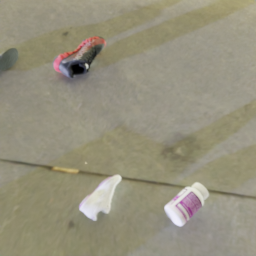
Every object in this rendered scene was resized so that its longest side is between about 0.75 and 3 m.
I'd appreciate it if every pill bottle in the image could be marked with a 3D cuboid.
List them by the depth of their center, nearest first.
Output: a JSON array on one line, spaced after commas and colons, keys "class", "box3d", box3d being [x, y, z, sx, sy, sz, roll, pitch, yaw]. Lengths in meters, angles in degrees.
[{"class": "pill bottle", "box3d": [1.810, 2.288, 8.523, 1.319, 0.741, 0.741, -36, 64, -20]}]

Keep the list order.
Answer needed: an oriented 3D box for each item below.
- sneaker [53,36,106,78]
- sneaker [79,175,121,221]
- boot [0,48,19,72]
[{"class": "sneaker", "box3d": [-1.817, -2.918, 11.739, 2.522, 0.892, 1.232, -37, 64, -19]}, {"class": "sneaker", "box3d": [-0.735, 2.178, 8.784, 0.801, 0.602, 1.609, 44, 68, 6]}, {"class": "boot", "box3d": [-5.783, -2.818, 11.833, 1.365, 0.708, 2.090, 21, 58, 19]}]
